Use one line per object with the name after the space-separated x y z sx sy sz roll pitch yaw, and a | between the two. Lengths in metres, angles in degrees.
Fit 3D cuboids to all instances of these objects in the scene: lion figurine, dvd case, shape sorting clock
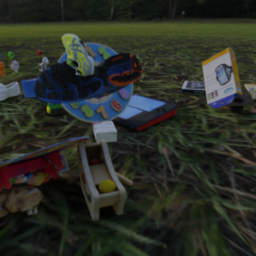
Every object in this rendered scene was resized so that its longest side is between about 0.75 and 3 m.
-2.472 1.376 5.200 1.606 0.582 0.984 2 13 17 | lion figurine
3.700 -1.882 13.357 2.139 0.264 1.607 7 23 14 | dvd case
-1.069 -1.477 9.118 2.665 2.665 0.523 -9 -5 -20 | shape sorting clock

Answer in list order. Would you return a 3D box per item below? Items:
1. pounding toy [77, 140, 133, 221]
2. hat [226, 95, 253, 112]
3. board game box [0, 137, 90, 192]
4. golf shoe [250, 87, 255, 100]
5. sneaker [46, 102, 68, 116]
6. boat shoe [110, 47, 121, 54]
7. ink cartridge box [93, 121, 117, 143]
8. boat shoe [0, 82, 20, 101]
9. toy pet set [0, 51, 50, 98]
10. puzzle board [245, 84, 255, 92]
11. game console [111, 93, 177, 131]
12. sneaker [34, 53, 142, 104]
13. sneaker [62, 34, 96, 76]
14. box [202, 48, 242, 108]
-0.391 0.861 5.677 1.135 1.132 1.979 -8 24 -18 | pounding toy
4.158 -0.884 10.710 1.214 0.490 1.214 -6 26 3 | hat
-2.013 0.927 5.474 2.871 0.559 2.268 -20 -4 -23 | board game box
5.714 -1.514 12.280 0.575 0.463 1.183 12 26 13 | golf shoe
-2.781 -1.440 11.162 1.050 1.146 2.691 -7 23 -16 | sneaker
-0.755 -2.894 11.452 0.861 0.936 2.620 -31 7 15 | boat shoe
-0.712 0.119 8.453 0.620 0.350 0.846 -5 23 -11 | ink cartridge box
-5.508 -1.573 12.090 0.676 0.662 1.910 9 24 20 | boat shoe
-4.414 -2.372 12.326 2.128 1.987 1.130 -18 20 -36 | toy pet set
6.553 -1.844 13.441 1.639 0.143 1.235 4 24 12 | puzzle board
0.178 -0.694 10.336 2.668 0.414 2.360 20 30 41 | game console
-0.959 -1.073 7.010 2.717 1.023 1.066 -14 -13 -24 | sneaker
-1.173 -1.624 6.142 0.453 0.447 1.186 -24 66 -31 | sneaker
2.454 -1.240 7.373 0.304 1.464 0.872 10 -22 -37 | box
